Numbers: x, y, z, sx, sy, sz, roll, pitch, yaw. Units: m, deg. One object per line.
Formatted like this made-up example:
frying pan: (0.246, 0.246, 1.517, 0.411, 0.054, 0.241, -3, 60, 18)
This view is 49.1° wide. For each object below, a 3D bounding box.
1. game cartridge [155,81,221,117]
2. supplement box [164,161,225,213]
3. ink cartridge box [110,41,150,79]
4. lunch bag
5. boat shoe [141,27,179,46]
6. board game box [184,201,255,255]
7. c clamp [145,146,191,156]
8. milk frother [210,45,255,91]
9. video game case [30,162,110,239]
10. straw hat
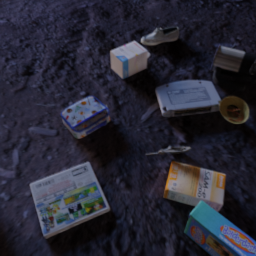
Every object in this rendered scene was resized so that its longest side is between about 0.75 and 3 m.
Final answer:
game cartridge: (2.457, -1.275, 11.646, 2.480, 0.502, 1.653, -6, 54, -5)
supplement box: (2.116, 1.854, 8.931, 1.750, 0.644, 1.103, 13, 53, 10)
ink cartridge box: (0.121, -3.135, 12.799, 1.580, 0.990, 1.016, -28, 56, -21)
lunch bag: (-1.583, -0.436, 10.829, 1.743, 0.659, 1.397, -33, 60, -23)
boat shoe: (1.635, -4.787, 14.327, 2.037, 0.726, 0.711, -14, 52, -11)
board game box: (2.616, 3.092, 7.128, 2.425, 1.844, 0.546, 36, 67, 25)
c clamp: (1.468, 0.759, 9.621, 1.238, 1.450, 0.196, -6, 90, 31)
milk frother: (4.665, -2.848, 11.877, 1.977, 2.102, 1.897, 19, 57, 16)
video game case: (-1.886, 2.208, 8.924, 2.067, 0.227, 1.884, -19, 53, -16)
straw hat: (4.097, -0.592, 11.034, 1.217, 0.515, 1.217, 0, 64, 1)
